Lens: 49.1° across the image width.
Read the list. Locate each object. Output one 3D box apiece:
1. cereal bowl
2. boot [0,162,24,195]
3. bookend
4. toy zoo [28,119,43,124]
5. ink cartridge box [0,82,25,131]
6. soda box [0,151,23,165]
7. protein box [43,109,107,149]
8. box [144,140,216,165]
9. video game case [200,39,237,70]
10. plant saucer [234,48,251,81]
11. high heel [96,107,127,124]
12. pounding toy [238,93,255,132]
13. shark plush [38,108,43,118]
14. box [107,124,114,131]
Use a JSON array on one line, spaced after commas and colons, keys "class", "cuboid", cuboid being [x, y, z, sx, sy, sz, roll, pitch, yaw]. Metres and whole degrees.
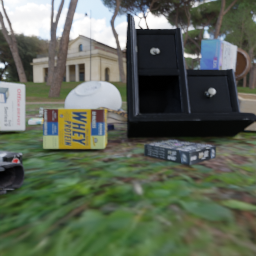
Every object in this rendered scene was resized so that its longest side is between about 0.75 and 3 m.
[{"class": "cereal bowl", "cuboid": [-1.441, -1.163, 10.947, 2.281, 0.950, 2.281, -9, 35, 7]}, {"class": "boot", "cuboid": [-1.841, 0.513, 2.720, 1.020, 0.541, 1.550, 4, 10, 19]}, {"class": "bookend", "cuboid": [1.351, -1.251, 6.979, 2.829, 2.811, 1.303, 0, -18, -3]}, {"class": "toy zoo", "cuboid": [-3.397, -0.256, 10.999, 0.893, 0.139, 1.361, -1, 7, -13]}, {"class": "ink cartridge box", "cuboid": [-3.859, -0.582, 7.645, 0.818, 1.359, 1.870, 0, -1, 43]}, {"class": "soda box", "cuboid": [-1.955, 0.487, 4.010, 0.867, 0.275, 0.307, 2, 7, 20]}, {"class": "protein box", "cuboid": [-1.036, -0.008, 5.820, 1.156, 0.780, 1.147, 0, 3, -1]}, {"class": "box", "cuboid": [0.905, 0.405, 4.941, 0.797, 0.217, 0.995, -6, 9, -44]}, {"class": "video game case", "cuboid": [2.954, -1.420, 9.280, 0.612, 2.694, 2.442, 8, 13, 29]}, {"class": "plant saucer", "cuboid": [4.720, -2.864, 12.625, 1.515, 1.515, 0.261, 2, 3, 18]}, {"class": "high heel", "cuboid": [-0.633, -0.307, 8.688, 1.429, 0.510, 1.018, -10, 22, -19]}, {"class": "pounding toy", "cuboid": [4.098, -0.297, 8.114, 1.945, 1.013, 2.214, 5, 16, 4]}, {"class": "shark plush", "cuboid": [-3.927, -0.762, 13.711, 1.047, 0.476, 0.436, -3, -1, 19]}, {"class": "box", "cuboid": [-0.947, -0.009, 8.705, 0.708, 0.189, 1.168, 4, 6, 32]}]
